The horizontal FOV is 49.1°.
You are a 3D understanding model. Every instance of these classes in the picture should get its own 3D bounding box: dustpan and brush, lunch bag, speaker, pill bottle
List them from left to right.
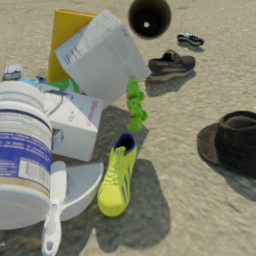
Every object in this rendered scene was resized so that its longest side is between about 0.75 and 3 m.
[{"bbox_3d":[-2.235,0.415,5.319,1.539,1.539,2.571,-5,52,-7],"label":"pill bottle"},{"bbox_3d":[-4.972,-2.418,12.063,0.742,0.350,0.925,-11,34,-12],"label":"lunch bag"},{"bbox_3d":[-2.836,-1.048,9.475,2.284,1.010,1.010,-13,36,-18],"label":"speaker"},{"bbox_3d":[-1.469,1.499,5.803,2.093,0.858,2.999,-6,35,-7],"label":"dustpan and brush"}]

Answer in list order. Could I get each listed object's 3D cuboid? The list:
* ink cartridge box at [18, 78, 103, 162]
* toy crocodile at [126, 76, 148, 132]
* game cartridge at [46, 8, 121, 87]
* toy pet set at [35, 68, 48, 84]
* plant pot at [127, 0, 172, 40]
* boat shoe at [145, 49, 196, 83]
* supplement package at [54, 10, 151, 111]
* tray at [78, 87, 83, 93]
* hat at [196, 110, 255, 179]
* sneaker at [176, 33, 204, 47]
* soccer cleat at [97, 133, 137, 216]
[{"bbox_3d":[-2.032,-0.258,7.630,2.479,1.064,1.815,13,32,-8],"label":"ink cartridge box"},{"bbox_3d":[0.177,-0.708,7.935,0.532,0.582,1.724,-14,64,18],"label":"toy crocodile"},{"bbox_3d":[-1.623,-2.724,10.029,2.337,2.651,0.430,-4,39,-31],"label":"game cartridge"},{"bbox_3d":[-3.153,-1.991,11.421,1.230,0.653,1.149,10,0,8],"label":"toy pet set"},{"bbox_3d":[0.601,-3.289,8.643,1.289,1.289,1.118,-2,7,-2],"label":"plant pot"},{"bbox_3d":[1.919,-2.741,11.914,2.798,1.026,1.042,-26,42,-33],"label":"boat shoe"},{"bbox_3d":[-0.831,-2.209,9.360,2.199,2.103,1.617,-37,44,2],"label":"supplement package"},{"bbox_3d":[-2.332,-1.438,10.781,1.360,0.151,0.730,-11,37,-16],"label":"tray"},{"bbox_3d":[3.239,0.159,7.633,2.630,1.061,2.630,0,33,0],"label":"hat"},{"bbox_3d":[3.551,-4.968,15.575,0.689,0.635,1.722,-25,41,-34],"label":"sneaker"},{"bbox_3d":[-0.245,0.974,6.493,0.742,0.960,2.294,6,35,8],"label":"soccer cleat"}]
